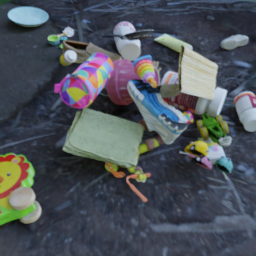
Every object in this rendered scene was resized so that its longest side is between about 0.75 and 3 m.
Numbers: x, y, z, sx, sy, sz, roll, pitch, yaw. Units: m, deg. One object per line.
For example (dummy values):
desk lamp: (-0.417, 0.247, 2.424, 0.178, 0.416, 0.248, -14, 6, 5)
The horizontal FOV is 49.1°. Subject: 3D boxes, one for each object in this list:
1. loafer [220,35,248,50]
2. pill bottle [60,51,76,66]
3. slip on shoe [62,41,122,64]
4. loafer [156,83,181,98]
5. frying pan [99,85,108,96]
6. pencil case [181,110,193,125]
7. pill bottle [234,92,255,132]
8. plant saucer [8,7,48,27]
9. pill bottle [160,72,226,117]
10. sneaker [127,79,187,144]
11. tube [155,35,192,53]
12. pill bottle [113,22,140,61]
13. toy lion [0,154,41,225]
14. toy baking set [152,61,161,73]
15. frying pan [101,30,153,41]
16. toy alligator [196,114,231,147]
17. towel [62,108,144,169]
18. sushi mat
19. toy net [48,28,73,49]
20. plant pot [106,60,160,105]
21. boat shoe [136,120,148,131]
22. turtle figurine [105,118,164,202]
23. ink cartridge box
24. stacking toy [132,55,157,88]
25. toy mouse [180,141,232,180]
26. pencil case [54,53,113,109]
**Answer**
loafer: (5.064, -4.162, 13.545, 1.591, 0.556, 0.555, -15, 43, -23)
pill bottle: (-2.211, -2.584, 10.372, 0.439, 0.439, 0.803, -36, 16, -29)
slip on shoe: (-1.646, -3.346, 12.537, 2.756, 0.835, 1.048, 14, 49, 13)
loafer: (1.183, -1.165, 8.531, 1.122, 0.383, 0.424, -10, 40, 45)
frying pan: (-0.097, -1.903, 11.539, 2.670, 0.435, 1.615, 0, 47, 4)
pencil case: (1.659, -0.213, 9.698, 1.199, 0.530, 0.530, -19, 48, 0)
pill bottle: (4.316, -0.582, 10.008, 0.757, 0.757, 1.382, 1, 48, 1)
plant saucer: (-5.361, -5.893, 15.111, 2.062, 0.397, 2.062, 6, 44, -6)
pill bottle: (2.323, -1.202, 10.264, 2.232, 1.223, 1.223, 21, 50, 19)
sneaker: (0.654, -0.478, 8.337, 0.908, 1.050, 2.423, -15, 54, -32)
tube: (2.177, -4.057, 13.482, 0.572, 0.511, 1.970, 9, 25, -48)
pill bottle: (-0.045, -3.996, 12.990, 1.065, 1.065, 1.878, -8, 48, -7)
toy lion: (-3.815, 1.875, 7.762, 2.659, 0.913, 2.549, -31, 47, -25)
toy baking set: (0.773, -2.282, 11.513, 0.904, 0.137, 1.178, 36, 94, 23)
frying pan: (0.106, -3.665, 11.116, 2.036, 0.331, 1.232, -17, 14, -34)
toy alligator: (2.718, 0.197, 8.756, 0.814, 0.590, 2.457, -17, 21, 10)
towel: (-0.689, 0.287, 8.288, 2.188, 0.399, 1.623, 14, 54, 3)
sushi mat: (2.146, -1.560, 8.423, 0.159, 1.255, 2.623, 6, 3, 36)
toy net: (-3.179, -4.618, 14.061, 0.974, 0.359, 1.857, 16, 49, 15)
plant pot: (0.252, -1.620, 9.983, 1.474, 1.646, 1.646, 4, 44, 28)
boat shoe: (0.795, -0.179, 9.605, 1.283, 0.451, 0.452, -32, 36, 13)
turtle figurine: (0.161, 0.772, 8.620, 2.281, 0.911, 2.828, -37, 62, -18)
ink cartridge box: (2.701, 0.650, 9.148, 0.585, 0.334, 1.126, -3, 47, -3)
stacking toy: (0.579, -1.545, 8.233, 0.598, 0.632, 1.089, -20, 55, -4)
toy mouse: (2.356, 0.905, 8.026, 1.749, 1.968, 0.381, 35, 76, -18)
pencil case: (-1.131, -1.389, 7.880, 0.997, 0.997, 2.256, 11, 30, 10)
